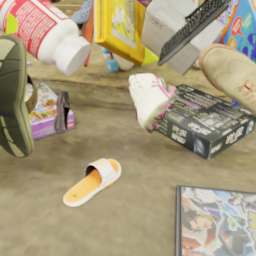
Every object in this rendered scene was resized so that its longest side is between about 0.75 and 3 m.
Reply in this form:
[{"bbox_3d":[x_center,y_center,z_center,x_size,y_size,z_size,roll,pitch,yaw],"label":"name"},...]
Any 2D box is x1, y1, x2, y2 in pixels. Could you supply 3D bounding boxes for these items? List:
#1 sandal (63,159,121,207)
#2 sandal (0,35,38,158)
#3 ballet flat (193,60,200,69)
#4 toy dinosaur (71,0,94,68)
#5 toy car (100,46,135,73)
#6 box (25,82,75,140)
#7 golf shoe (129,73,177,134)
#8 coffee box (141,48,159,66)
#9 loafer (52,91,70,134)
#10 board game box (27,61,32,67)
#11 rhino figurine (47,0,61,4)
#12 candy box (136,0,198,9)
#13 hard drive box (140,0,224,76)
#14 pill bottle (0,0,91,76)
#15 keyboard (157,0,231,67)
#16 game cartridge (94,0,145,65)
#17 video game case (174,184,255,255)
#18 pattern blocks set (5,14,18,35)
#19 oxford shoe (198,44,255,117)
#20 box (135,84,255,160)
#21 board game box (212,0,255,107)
[{"bbox_3d":[-0.762,1.116,6.348,0.649,0.485,1.693,21,38,29],"label":"sandal"},{"bbox_3d":[-2.061,-0.526,5.105,0.944,2.378,0.678,20,37,16],"label":"sandal"},{"bbox_3d":[3.261,-3.304,13.230,0.901,0.901,2.510,12,31,18],"label":"ballet flat"},{"bbox_3d":[-1.043,-3.961,9.406,2.981,2.705,1.565,55,24,11],"label":"toy dinosaur"},{"bbox_3d":[-0.584,-3.289,12.875,1.626,1.560,1.764,-24,12,-27],"label":"toy car"},{"bbox_3d":[-3.143,-0.567,8.951,1.903,0.544,2.781,-18,37,-26],"label":"box"},{"bbox_3d":[0.374,-0.589,5.692,1.059,0.835,2.299,34,19,-3],"label":"golf shoe"},{"bbox_3d":[0.753,-3.945,13.552,1.347,1.345,1.332,-24,39,-32],"label":"coffee box"},{"bbox_3d":[-1.287,-0.322,5.682,0.293,0.335,0.931,-3,69,24],"label":"loafer"},{"bbox_3d":[-5.019,-3.044,13.267,0.781,0.135,0.529,27,41,35],"label":"board game box"},{"bbox_3d":[-2.869,-3.878,9.534,1.160,2.654,0.793,26,0,11],"label":"rhino figurine"},{"bbox_3d":[1.289,-4.142,8.773,1.550,0.750,2.656,7,14,17],"label":"candy box"},{"bbox_3d":[1.371,-2.621,8.006,1.815,0.894,2.329,38,-4,0],"label":"hard drive box"},{"bbox_3d":[-2.188,-2.485,7.192,2.395,1.344,1.344,40,40,1],"label":"pill bottle"},{"bbox_3d":[1.238,-2.029,5.342,0.197,1.914,1.216,34,57,-16],"label":"keyboard"},{"bbox_3d":[-0.140,-3.395,8.636,0.439,2.387,2.708,-1,-2,29],"label":"game cartridge"},{"bbox_3d":[1.955,2.042,5.047,2.199,0.310,2.433,5,33,8],"label":"video game case"},{"bbox_3d":[-2.737,-2.054,5.162,1.337,1.521,0.123,13,-2,-38],"label":"pattern blocks set"},{"bbox_3d":[1.873,-0.613,4.248,1.871,0.659,0.700,29,20,-20],"label":"oxford shoe"},{"bbox_3d":[2.008,-0.367,8.556,2.301,0.625,2.873,-25,40,-34],"label":"box"},{"bbox_3d":[2.864,-2.170,6.929,0.611,2.067,2.718,-9,71,-6],"label":"board game box"}]
